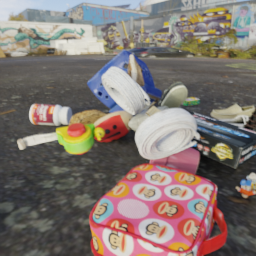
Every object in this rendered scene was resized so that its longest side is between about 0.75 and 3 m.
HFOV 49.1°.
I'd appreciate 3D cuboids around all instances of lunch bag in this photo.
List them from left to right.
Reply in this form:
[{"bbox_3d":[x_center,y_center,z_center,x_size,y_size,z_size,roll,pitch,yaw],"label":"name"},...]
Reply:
[{"bbox_3d":[0.828,1.886,6.021,2.507,1.166,2.846,10,22,27],"label":"lunch bag"}]

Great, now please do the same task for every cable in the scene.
[{"bbox_3d":[-0.156,-1.189,9.262,0.598,1.727,1.728,-43,6,-13],"label":"cable"},{"bbox_3d":[0.962,0.161,7.105,1.622,1.622,0.561,-26,55,1],"label":"cable"}]

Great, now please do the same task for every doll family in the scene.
[{"bbox_3d":[3.621,1.629,7.396,1.384,0.859,0.624,13,55,31],"label":"doll family"}]

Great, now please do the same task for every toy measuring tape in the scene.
[{"bbox_3d":[-2.048,0.450,8.617,2.706,0.995,0.995,-11,21,-6],"label":"toy measuring tape"}]

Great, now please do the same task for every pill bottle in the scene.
[{"bbox_3d":[-3.696,-0.610,13.462,1.803,0.988,0.988,3,19,7],"label":"pill bottle"}]

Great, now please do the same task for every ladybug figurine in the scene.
[{"bbox_3d":[-0.622,0.036,11.287,1.919,1.302,0.690,-26,51,7],"label":"ladybug figurine"}]

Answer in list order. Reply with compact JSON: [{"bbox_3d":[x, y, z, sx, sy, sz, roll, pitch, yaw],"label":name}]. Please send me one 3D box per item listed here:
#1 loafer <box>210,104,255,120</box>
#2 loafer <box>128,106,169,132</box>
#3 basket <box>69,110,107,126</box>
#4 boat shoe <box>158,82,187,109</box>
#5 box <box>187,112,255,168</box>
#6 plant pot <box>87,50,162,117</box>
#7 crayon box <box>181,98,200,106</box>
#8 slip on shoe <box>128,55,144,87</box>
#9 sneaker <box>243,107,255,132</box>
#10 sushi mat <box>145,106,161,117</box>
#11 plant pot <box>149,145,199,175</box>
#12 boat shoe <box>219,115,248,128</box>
[{"bbox_3d":[5.392,-0.811,14.327,2.299,0.785,0.870,1,19,3],"label":"loafer"},{"bbox_3d":[0.950,-0.334,11.012,1.036,1.038,2.968,3,6,23],"label":"loafer"},{"bbox_3d":[-1.756,-0.256,12.247,1.563,1.116,1.165,-11,23,-31],"label":"basket"},{"bbox_3d":[1.822,-1.307,12.253,1.055,0.994,2.939,-12,-16,-5],"label":"boat shoe"},{"bbox_3d":[2.810,0.256,9.577,2.995,0.689,2.381,23,23,38],"label":"box"},{"bbox_3d":[0.004,-1.859,13.656,2.296,2.553,2.553,58,21,17],"label":"plant pot"},{"bbox_3d":[3.847,-1.629,17.393,1.057,0.308,0.628,-12,23,-32],"label":"crayon box"},{"bbox_3d":[0.288,-2.118,10.451,0.489,0.613,1.613,2,46,-9],"label":"slip on shoe"},{"bbox_3d":[4.772,-0.156,10.665,2.925,1.554,1.094,-26,29,-18],"label":"sneaker"},{"bbox_3d":[0.827,-0.428,8.414,0.461,0.058,0.964,34,23,6],"label":"sushi mat"},{"bbox_3d":[1.375,0.982,8.483,1.309,1.463,1.463,17,21,3],"label":"plant pot"},{"bbox_3d":[4.965,-0.098,12.127,2.724,0.890,1.002,-9,21,-23],"label":"boat shoe"}]
